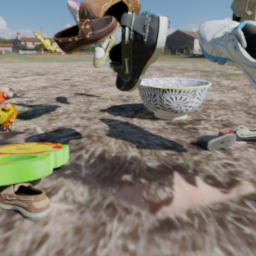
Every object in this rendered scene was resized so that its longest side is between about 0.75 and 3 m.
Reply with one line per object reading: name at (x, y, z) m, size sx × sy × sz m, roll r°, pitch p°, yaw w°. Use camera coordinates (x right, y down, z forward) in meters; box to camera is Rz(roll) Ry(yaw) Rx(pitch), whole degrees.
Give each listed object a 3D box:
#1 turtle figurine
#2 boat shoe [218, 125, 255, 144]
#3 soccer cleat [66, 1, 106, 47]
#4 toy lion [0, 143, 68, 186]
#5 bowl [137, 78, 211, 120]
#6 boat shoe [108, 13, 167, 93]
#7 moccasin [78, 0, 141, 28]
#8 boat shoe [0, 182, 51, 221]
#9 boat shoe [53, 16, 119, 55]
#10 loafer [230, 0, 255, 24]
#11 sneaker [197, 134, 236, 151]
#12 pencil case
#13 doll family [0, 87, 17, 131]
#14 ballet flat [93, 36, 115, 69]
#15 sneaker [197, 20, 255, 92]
turtle figurine at (-3.564, -3.642, 12.498) m, size 1.624 × 0.523 × 1.310 m, roll 34°, pitch 3°, yaw -10°
boat shoe at (3.397, 0.174, 7.983) m, size 1.620 × 0.507 × 0.576 m, roll 6°, pitch 19°, yaw 25°
soccer cleat at (-1.443, -3.388, 9.182) m, size 1.695 × 0.732 × 0.592 m, roll 40°, pitch -14°, yaw -14°
toy lion at (-2.272, 0.648, 5.699) m, size 2.373 × 0.850 × 2.476 m, roll -3°, pitch 5°, yaw -34°
bowl at (1.671, -1.114, 10.831) m, size 2.882 × 1.352 × 2.882 m, roll 0°, pitch 17°, yaw 0°
boat shoe at (0.001, -1.520, 6.015) m, size 0.900 × 0.956 × 2.661 m, roll 4°, pitch -14°, yaw -12°
moccasin at (-0.277, -3.258, 7.857) m, size 0.981 × 0.929 × 2.541 m, roll 23°, pitch 28°, yaw 21°
boat shoe at (-1.839, 1.125, 4.787) m, size 1.338 × 0.480 × 0.506 m, roll 9°, pitch 19°, yaw 27°
boat shoe at (-0.727, -1.595, 4.687) m, size 1.150 × 0.404 × 0.405 m, roll -18°, pitch 50°, yaw 21°
loafer at (3.202, -3.455, 7.788) m, size 0.635 × 1.859 × 0.703 m, roll -23°, pitch 56°, yaw 9°
sneaker at (2.433, 0.311, 7.698) m, size 1.031 × 0.385 × 0.547 m, roll -9°, pitch 21°, yaw -25°
pencil case at (1.139, -4.517, 11.723) m, size 1.276 × 0.543 × 0.590 m, roll 38°, pitch 14°, yaw 23°
doll family at (-4.606, -0.277, 8.786) m, size 2.948 × 1.328 × 1.830 m, roll -14°, pitch 20°, yaw 17°
ballet flat at (-1.059, -3.220, 11.459) m, size 0.593 × 1.676 × 0.593 m, roll 22°, pitch -21°, yaw 9°
sneaker at (2.446, -1.892, 6.048) m, size 1.117 × 1.291 × 2.979 m, roll -41°, pitch 45°, yaw 5°
